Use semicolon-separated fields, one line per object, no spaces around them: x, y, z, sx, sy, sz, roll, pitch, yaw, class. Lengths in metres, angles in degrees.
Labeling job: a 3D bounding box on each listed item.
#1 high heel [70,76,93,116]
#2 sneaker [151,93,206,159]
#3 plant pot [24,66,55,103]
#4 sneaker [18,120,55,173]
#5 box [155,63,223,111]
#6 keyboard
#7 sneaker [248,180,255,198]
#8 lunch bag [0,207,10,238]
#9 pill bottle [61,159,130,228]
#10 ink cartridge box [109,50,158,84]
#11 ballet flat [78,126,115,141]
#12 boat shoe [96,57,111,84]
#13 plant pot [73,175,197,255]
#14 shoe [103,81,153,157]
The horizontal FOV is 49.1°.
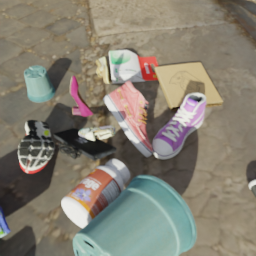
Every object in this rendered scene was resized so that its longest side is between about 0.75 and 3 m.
-1.361;-0.927;8.238;0.613;1.276;0.430;1;36;0;high heel
1.775;-0.234;9.758;1.014;1.595;2.797;31;57;22;sneaker
-3.666;-1.837;11.442;1.159;1.135;1.159;0;50;0;plant pot
-2.922;0.734;8.985;1.022;1.126;2.653;9;25;-16;sneaker
2.495;-1.821;11.963;2.176;0.283;2.661;-7;50;-8;box
-1.447;0.577;8.217;1.187;0.452;2.281;-15;24;-38;keyboard
4.834;2.073;8.346;2.150;0.760;1.066;-5;51;3;sneaker
-4.534;2.457;7.452;2.044;1.532;2.404;-30;25;-27;lunch bag
-0.773;1.656;7.349;1.014;1.014;1.807;29;49;23;pill bottle
0.305;-2.835;12.724;2.237;0.560;1.800;-6;50;-4;ink cartridge box
-0.900;0.177;8.033;1.098;0.395;0.395;-9;49;2;ballet flat
-1.130;-2.500;12.436;0.547;0.610;1.648;-15;47;2;boat shoe
0.049;2.352;5.993;1.991;2.033;2.033;-26;53;-39;plant pot
0.305;-0.357;9.510;1.189;0.934;2.615;-37;73;6;shoe
